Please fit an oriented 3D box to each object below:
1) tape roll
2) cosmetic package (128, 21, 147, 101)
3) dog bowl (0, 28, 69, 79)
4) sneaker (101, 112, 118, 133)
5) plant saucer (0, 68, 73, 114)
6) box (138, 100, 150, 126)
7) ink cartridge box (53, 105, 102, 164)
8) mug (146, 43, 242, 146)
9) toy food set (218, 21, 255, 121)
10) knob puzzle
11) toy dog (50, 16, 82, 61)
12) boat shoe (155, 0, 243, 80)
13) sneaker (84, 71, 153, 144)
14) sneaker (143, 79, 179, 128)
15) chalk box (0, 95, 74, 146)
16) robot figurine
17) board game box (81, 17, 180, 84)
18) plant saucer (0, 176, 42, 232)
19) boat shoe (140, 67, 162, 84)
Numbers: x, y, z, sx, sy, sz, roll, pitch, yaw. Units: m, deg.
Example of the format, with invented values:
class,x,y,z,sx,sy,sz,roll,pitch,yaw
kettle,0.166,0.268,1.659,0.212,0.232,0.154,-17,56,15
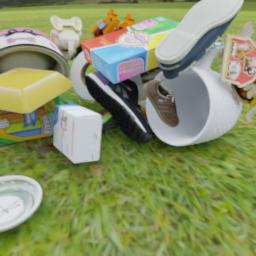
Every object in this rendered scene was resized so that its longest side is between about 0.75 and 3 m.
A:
class,x,y,z,sx,sy,sz,roll,pitch,yaw
tape roll,-1.139,-1.805,9.562,1.810,1.810,0.331,11,4,19
cosmetic package,0.340,-2.338,10.458,1.804,2.169,1.815,-23,-10,-7
dog bowl,-3.413,-2.045,9.188,2.789,2.789,1.028,-11,64,-20
sneaker,-0.422,-0.292,8.939,1.341,0.562,0.515,-29,33,9
plant saucer,-2.833,-1.122,7.451,2.011,0.487,2.010,10,31,21
box,1.458,-0.728,10.247,2.447,0.507,1.457,-18,33,-34
ink cartridge box,-1.365,0.098,7.284,0.688,1.174,1.625,-4,15,-33
mug,2.243,-0.986,8.143,2.553,2.912,2.149,-5,28,-45
toy food set,3.356,-1.416,7.417,1.618,2.344,0.471,-43,28,-16
knob puzzle,2.916,-1.635,6.958,1.409,1.409,0.195,-11,10,-20
toy dog,-2.214,-3.024,10.082,1.062,1.521,1.475,-19,76,-29
boat shoe,1.838,-2.313,7.042,1.053,0.870,2.814,33,72,33
sneaker,-0.015,-0.844,8.226,1.232,1.066,2.815,-31,67,-24
sneaker,0.982,-0.604,7.146,0.550,1.456,0.513,-20,30,40
chalk box,-2.933,-0.690,8.863,2.479,1.536,1.547,-12,37,-20
robot figurine,-0.955,-3.363,10.789,2.588,0.753,1.876,-31,-15,39
board game box,0.354,-2.445,8.387,2.936,0.592,2.246,-24,38,-17
plant saucer,-2.633,1.658,5.873,1.648,0.414,1.648,1,28,0
boat shoe,1.147,-1.875,8.641,1.674,0.543,0.613,-21,1,-6
